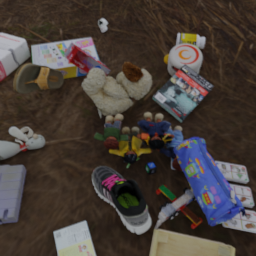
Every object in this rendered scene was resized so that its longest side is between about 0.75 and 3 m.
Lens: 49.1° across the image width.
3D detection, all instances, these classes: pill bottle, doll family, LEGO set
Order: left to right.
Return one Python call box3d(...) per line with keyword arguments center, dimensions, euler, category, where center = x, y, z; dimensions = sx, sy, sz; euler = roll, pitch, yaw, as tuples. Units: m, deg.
box3d(center=(0.545, 0.433, 8.167), dimensions=(2.964, 1.163, 1.713), euler=(-6, 32, 3), category="doll family")
box3d(center=(2.741, -3.781, 12.354), dimensions=(1.190, 0.669, 0.669), euler=(6, 48, 6), category="pill bottle")
box3d(center=(1.840, 1.761, 7.624), dimensions=(2.910, 0.714, 2.174), euler=(10, 41, 1), category="LEGO set")

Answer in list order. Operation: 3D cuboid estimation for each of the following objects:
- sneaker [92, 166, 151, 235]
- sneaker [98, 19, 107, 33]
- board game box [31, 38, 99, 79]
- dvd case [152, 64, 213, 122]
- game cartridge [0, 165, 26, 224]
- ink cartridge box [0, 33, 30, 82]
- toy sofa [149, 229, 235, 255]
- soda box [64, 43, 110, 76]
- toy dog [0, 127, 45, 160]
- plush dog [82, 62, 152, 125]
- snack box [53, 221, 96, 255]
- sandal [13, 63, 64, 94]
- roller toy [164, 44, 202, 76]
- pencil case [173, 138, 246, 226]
box3d(center=(-0.215, 1.589, 7.184), dimensions=(0.835, 0.990, 2.264), euler=(-24, 45, -24), category="sneaker")
box3d(center=(-1.259, -5.087, 13.580), dimensions=(0.385, 0.491, 0.988), euler=(-25, 47, 16), category="sneaker")
box3d(center=(-2.598, -2.856, 11.607), dimensions=(2.614, 0.527, 2.000), euler=(-11, 49, -10), category="board game box")
box3d(center=(1.934, -1.250, 9.855), dimensions=(1.344, 0.203, 1.842), euler=(40, 72, 10), category="dvd case")
box3d(center=(-4.147, 1.809, 7.489), dimensions=(2.555, 0.490, 1.656), euler=(-4, 44, -4), category="game cartridge")
box3d(center=(-5.260, -2.906, 11.441), dimensions=(1.488, 0.841, 2.031), euler=(19, 51, 16), category="ink cartridge box")
box3d(center=(1.422, 2.886, 6.403), dimensions=(1.812, 0.884, 0.750), euler=(10, 74, 9), category="toy sofa")
box3d(center=(-1.483, -2.384, 10.327), dimensions=(0.561, 1.768, 0.619), euler=(-51, 53, 13), category="soda box")
box3d(center=(-3.557, 0.463, 8.350), dimensions=(1.863, 0.898, 1.229), euler=(-35, 56, -25), category="toy dog")
box3d(center=(-0.117, -1.230, 9.207), dimensions=(1.954, 2.275, 1.825), euler=(-31, 80, 12), category="plush dog")
box3d(center=(-1.187, 2.980, 6.525), dimensions=(0.824, 0.263, 1.419), euler=(-15, 50, -13), category="snack box")
box3d(center=(-2.917, -1.672, 9.676), dimensions=(0.668, 0.994, 2.475), euler=(13, 14, 22), category="sandal")
box3d(center=(2.186, -2.533, 10.976), dimensions=(1.389, 0.970, 1.267), euler=(-11, 63, -3), category="roller toy")
box3d(center=(1.925, 1.240, 6.851), dimensions=(0.855, 0.952, 2.192), euler=(-5, 56, -30), category="pencil case")
